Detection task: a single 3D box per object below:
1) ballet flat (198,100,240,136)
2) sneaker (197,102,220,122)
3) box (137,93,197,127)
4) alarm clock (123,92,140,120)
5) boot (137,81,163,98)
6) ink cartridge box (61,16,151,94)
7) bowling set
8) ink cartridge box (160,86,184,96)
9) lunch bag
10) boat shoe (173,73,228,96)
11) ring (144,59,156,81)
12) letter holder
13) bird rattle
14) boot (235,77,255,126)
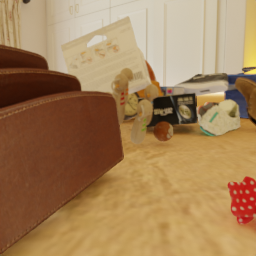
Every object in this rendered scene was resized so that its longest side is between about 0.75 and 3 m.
[{"bbox_3d":[2.689,-0.356,7.716,0.900,0.900,2.507,5,12,28],"label":"ballet flat"},{"bbox_3d":[2.673,-0.566,9.175,0.544,0.512,1.328,-8,22,39],"label":"sneaker"},{"bbox_3d":[1.131,-0.502,7.930,1.495,0.786,1.825,-4,4,9],"label":"box"},{"bbox_3d":[0.029,-0.777,9.597,1.639,1.106,0.546,17,-23,-22],"label":"alarm clock"},{"bbox_3d":[1.110,-1.134,10.154,1.862,1.333,0.655,1,-30,14],"label":"boot"},{"bbox_3d":[-0.624,-1.671,7.485,2.110,1.859,0.472,-17,-11,16],"label":"ink cartridge box"},{"bbox_3d":[0.278,-0.455,5.825,1.536,1.185,2.207,13,36,3],"label":"bowling set"},{"bbox_3d":[1.273,-1.028,10.913,0.660,1.179,1.728,0,7,-38],"label":"ink cartridge box"},{"bbox_3d":[5.088,-1.378,10.741,1.970,1.918,2.899,-8,13,-42],"label":"lunch bag"},{"bbox_3d":[2.802,-1.766,11.003,2.168,0.735,0.778,-4,-22,34],"label":"boat shoe"},{"bbox_3d":[0.330,-1.924,12.443,0.243,2.528,2.528,-20,19,-35],"label":"ring"},{"bbox_3d":[-1.087,-0.120,2.942,1.177,1.664,2.341,-2,10,22],"label":"letter holder"},{"bbox_3d":[1.413,0.688,2.378,1.007,0.567,0.821,-4,25,-3],"label":"bird rattle"},{"bbox_3d":[3.417,-0.677,7.607,0.690,0.707,1.874,47,10,-51],"label":"boot"}]
